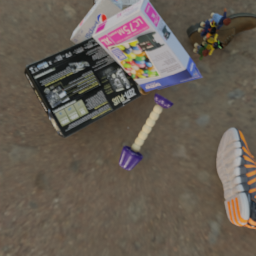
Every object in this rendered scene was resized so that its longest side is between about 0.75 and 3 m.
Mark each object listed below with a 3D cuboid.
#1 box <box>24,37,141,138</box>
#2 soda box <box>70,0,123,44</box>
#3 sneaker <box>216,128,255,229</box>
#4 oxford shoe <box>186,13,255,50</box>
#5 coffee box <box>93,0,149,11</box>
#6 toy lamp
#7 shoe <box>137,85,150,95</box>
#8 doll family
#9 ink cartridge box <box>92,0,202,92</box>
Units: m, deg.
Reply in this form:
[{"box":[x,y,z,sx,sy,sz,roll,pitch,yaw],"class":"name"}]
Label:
[{"box":[-1.399,-1.375,8.838,2.835,1.221,2.322,-31,103,-18],"class":"box"},{"box":[-1.083,-3.591,9.493,0.697,2.041,0.647,32,40,-27],"class":"soda box"},{"box":[3.678,1.461,8.319,1.661,1.150,2.964,8,63,-11],"class":"sneaker"},{"box":[3.699,-3.544,10.665,2.714,0.986,1.146,-16,75,4],"class":"oxford shoe"},{"box":[-0.253,-4.693,10.941,2.069,1.183,0.825,2,69,2],"class":"coffee box"},{"box":[0.483,0.171,8.337,0.699,0.699,2.402,33,97,12],"class":"toy lamp"},{"box":[0.917,-1.882,9.956,1.609,0.563,0.429,-47,33,-4],"class":"shoe"},{"box":[2.790,-3.086,9.301,0.667,1.700,0.983,1,26,-13],"class":"doll family"},{"box":[0.630,-2.009,7.954,1.772,2.970,0.623,-11,52,42],"class":"ink cartridge box"}]
